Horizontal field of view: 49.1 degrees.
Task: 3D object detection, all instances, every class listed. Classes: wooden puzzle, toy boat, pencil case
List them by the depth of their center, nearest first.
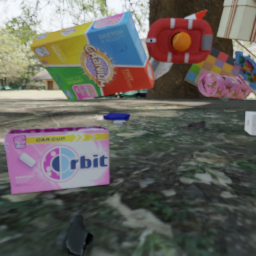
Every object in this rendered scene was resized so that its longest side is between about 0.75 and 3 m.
[{"bbox_3d":[1.042,-1.756,5.695,1.383,0.902,0.904,3,18,5],"label":"toy boat"},{"bbox_3d":[3.148,-1.350,9.044,1.904,0.788,0.824,-2,11,-35],"label":"pencil case"},{"bbox_3d":[3.239,-2.116,10.530,2.946,1.747,0.207,28,-18,6],"label":"wooden puzzle"}]

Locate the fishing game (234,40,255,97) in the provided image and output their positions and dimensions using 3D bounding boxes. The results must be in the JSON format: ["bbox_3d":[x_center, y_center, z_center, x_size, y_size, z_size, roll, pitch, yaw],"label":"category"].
[{"bbox_3d":[3.397,-1.593,8.033,0.298,1.372,1.916,-32,-32,6],"label":"fishing game"}]

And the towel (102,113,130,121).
[{"bbox_3d":[-0.666,-0.606,16.335,1.392,0.345,1.028,4,16,25],"label":"towel"}]

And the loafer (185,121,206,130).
[{"bbox_3d":[3.038,-0.124,12.703,1.146,0.361,0.412,-5,9,-29],"label":"loafer"}]

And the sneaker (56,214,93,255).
[{"bbox_3d":[-0.583,1.302,3.374,0.396,0.228,0.760,2,13,14],"label":"sneaker"}]

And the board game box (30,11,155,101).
[{"bbox_3d":[-0.707,-1.412,5.988,2.164,1.656,0.436,-6,50,22],"label":"board game box"}]

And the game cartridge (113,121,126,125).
[{"bbox_3d":[-0.473,-0.275,14.543,0.532,0.161,0.798,6,9,16],"label":"game cartridge"}]

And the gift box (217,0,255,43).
[{"bbox_3d":[2.973,-2.647,6.766,1.068,1.081,1.157,1,20,-21],"label":"gift box"}]

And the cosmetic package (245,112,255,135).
[{"bbox_3d":[5.547,-0.164,11.233,1.385,0.851,1.380,2,8,13],"label":"cosmetic package"}]

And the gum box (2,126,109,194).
[{"bbox_3d":[-1.354,0.566,5.381,1.904,1.080,0.629,-3,9,-19],"label":"gum box"}]

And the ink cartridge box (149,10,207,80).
[{"bbox_3d":[1.692,-2.677,9.057,2.269,0.569,1.840,-32,-17,-37],"label":"ink cartridge box"}]
